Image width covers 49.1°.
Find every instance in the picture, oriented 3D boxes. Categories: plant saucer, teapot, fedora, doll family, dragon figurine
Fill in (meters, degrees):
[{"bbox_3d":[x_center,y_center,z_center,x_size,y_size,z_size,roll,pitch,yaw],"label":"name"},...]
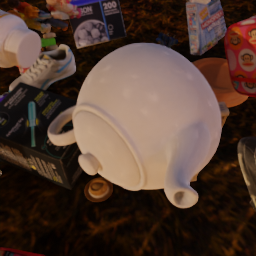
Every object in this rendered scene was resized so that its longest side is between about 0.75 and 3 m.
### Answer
[{"bbox_3d":[3.189,-1.766,10.093,2.464,0.461,2.464,0,52,-1],"label":"plant saucer"},{"bbox_3d":[-0.019,0.049,5.158,2.187,2.994,2.955,-37,80,-27],"label":"teapot"},{"bbox_3d":[-0.798,1.605,7.514,0.763,0.311,0.763,0,51,-1],"label":"fedora"},{"bbox_3d":[-2.369,-2.948,7.493,2.139,1.328,0.964,8,95,28],"label":"doll family"},{"bbox_3d":[1.092,-2.290,8.196,0.631,1.067,2.145,8,18,2],"label":"dragon figurine"}]

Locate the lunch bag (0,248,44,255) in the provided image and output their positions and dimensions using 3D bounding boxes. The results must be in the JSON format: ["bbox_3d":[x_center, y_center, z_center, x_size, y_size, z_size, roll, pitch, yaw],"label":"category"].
[{"bbox_3d":[-2.069,3.866,5.298,2.372,1.103,2.693,11,53,3],"label":"lunch bag"}]

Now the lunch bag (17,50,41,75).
[{"bbox_3d":[-3.784,-2.535,10.679,1.033,0.481,1.173,-10,52,-8],"label":"lunch bag"}]

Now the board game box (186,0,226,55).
[{"bbox_3d":[2.091,-2.867,7.504,1.311,1.310,0.404,-38,34,-16],"label":"board game box"}]

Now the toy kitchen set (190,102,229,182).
[{"bbox_3d":[2.181,0.089,7.820,1.882,1.702,2.087,-7,52,-6],"label":"toy kitchen set"}]

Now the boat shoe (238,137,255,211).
[{"bbox_3d":[2.676,1.289,4.958,0.909,2.572,0.819,-27,12,-22],"label":"boat shoe"}]

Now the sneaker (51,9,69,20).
[{"bbox_3d":[-2.809,-5.612,13.089,1.879,0.718,0.756,-32,45,-27],"label":"sneaker"}]

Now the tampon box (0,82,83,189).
[{"bbox_3d":[-2.336,0.186,7.810,2.515,1.588,1.885,19,54,15],"label":"tampon box"}]

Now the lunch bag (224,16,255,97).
[{"bbox_3d":[2.940,-1.268,5.480,0.858,1.844,2.094,-24,21,-20],"label":"lunch bag"}]

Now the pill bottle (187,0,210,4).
[{"bbox_3d":[2.253,-4.360,9.249,0.628,0.628,1.085,-6,43,-5],"label":"pill bottle"}]

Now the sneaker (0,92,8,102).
[{"bbox_3d":[-4.190,-0.894,9.511,0.399,0.279,0.803,19,54,13],"label":"sneaker"}]

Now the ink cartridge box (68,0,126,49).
[{"bbox_3d":[-0.977,-3.334,8.334,1.569,1.584,0.344,-17,14,-9],"label":"ink cartridge box"}]

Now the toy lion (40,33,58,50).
[{"bbox_3d":[-4.042,-3.245,10.957,1.853,0.664,1.934,11,28,39],"label":"toy lion"}]

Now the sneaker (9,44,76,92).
[{"bbox_3d":[-3.070,-2.009,9.897,1.012,1.069,2.646,37,61,23],"label":"sneaker"}]

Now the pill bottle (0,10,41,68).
[{"bbox_3d":[-3.231,-2.192,6.561,2.223,1.214,1.214,24,55,11],"label":"pill bottle"}]
